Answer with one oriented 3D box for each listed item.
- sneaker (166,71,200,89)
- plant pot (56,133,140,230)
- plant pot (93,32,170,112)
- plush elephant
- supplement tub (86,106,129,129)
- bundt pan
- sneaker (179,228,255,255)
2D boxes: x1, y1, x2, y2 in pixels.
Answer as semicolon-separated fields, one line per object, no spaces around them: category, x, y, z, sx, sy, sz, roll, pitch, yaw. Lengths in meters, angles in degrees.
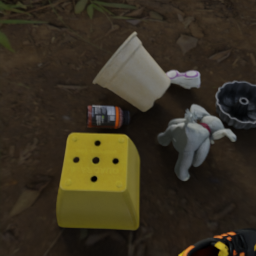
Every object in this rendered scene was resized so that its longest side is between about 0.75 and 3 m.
sneaker;2.290;-2.013;12.168;1.732;0.863;0.648;10;55;35
plant pot;-0.897;1.492;8.643;2.598;2.292;2.598;2;57;0
plant pot;0.305;-1.979;11.013;2.311;2.525;2.525;40;60;-9
plush elephant;2.495;0.267;9.882;1.916;2.475;2.038;-6;46;-26
supplement tub;-0.788;-0.405;10.854;1.610;0.861;0.861;2;54;-12
bundt pan;4.505;-0.821;11.237;2.188;0.821;2.188;0;56;-1
sneaker;2.761;3.512;7.900;2.841;1.278;0.994;-15;56;-10
